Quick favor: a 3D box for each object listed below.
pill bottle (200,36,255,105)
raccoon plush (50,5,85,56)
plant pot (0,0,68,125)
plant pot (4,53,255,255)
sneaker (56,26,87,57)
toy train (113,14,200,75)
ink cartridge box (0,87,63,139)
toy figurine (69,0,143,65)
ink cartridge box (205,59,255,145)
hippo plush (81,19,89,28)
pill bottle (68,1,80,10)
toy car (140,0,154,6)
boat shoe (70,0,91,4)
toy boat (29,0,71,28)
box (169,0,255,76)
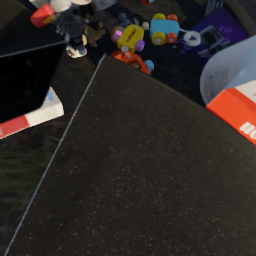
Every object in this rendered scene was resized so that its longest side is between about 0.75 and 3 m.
[{"bbox_3d":[2.172,-0.744,4.345,1.414,1.414,2.474,-4,6,-3],"label":"pill bottle"},{"bbox_3d":[-1.606,-2.402,6.871,0.927,1.384,0.669,-11,21,-8],"label":"raccoon plush"},{"bbox_3d":[-2.577,-1.194,4.656,2.028,2.023,1.799,-31,79,-41],"label":"plant pot"},{"bbox_3d":[0.273,1.099,3.044,2.163,2.432,2.438,17,46,0],"label":"plant pot"},{"bbox_3d":[-1.953,-2.963,9.557,0.630,0.609,1.510,-18,66,-48],"label":"sneaker"},{"bbox_3d":[0.425,-1.402,5.121,1.652,0.459,1.241,-32,69,-16],"label":"toy train"},{"bbox_3d":[-3.048,-0.822,7.798,1.812,0.460,2.057,-24,53,-21],"label":"ink cartridge box"},{"bbox_3d":[-0.693,-2.822,8.417,1.976,1.945,1.375,44,57,5],"label":"toy figurine"},{"bbox_3d":[1.943,-0.010,2.893,1.855,2.318,0.548,33,39,-11],"label":"ink cartridge box"},{"bbox_3d":[-2.117,-3.952,10.213,1.094,0.871,0.880,-25,55,-20],"label":"hippo plush"},{"bbox_3d":[-1.468,-4.432,7.176,1.530,2.813,1.530,6,74,-20],"label":"pill bottle"},{"bbox_3d":[0.847,-4.544,7.063,0.542,2.288,2.432,-8,11,-30],"label":"toy car"},{"bbox_3d":[-0.360,-2.633,4.784,1.353,1.089,2.917,5,25,-1],"label":"boat shoe"},{"bbox_3d":[-1.317,-2.171,4.445,0.646,1.169,1.390,-31,58,14],"label":"toy boat"},{"bbox_3d":[2.068,-1.684,5.999,1.947,1.374,0.768,36,54,-21],"label":"box"}]
